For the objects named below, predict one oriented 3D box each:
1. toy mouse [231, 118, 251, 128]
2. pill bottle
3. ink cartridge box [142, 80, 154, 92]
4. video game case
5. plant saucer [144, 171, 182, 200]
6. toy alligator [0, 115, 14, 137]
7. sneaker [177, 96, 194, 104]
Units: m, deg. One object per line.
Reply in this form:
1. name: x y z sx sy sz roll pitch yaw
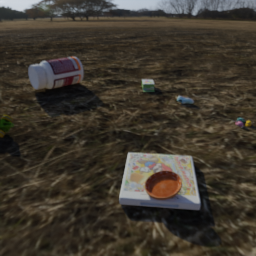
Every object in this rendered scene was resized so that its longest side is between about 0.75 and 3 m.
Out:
1. toy mouse: 4.949 -0.260 12.267 0.827 0.180 0.931 20 32 35
2. pill bottle: -4.303 -3.254 16.760 2.880 1.644 1.644 -20 32 -36
3. ink cartridge box: 1.190 -2.524 16.699 0.672 0.384 1.295 0 26 -1
4. video game case: 0.950 1.511 8.506 2.166 0.272 2.380 3 26 5
5. plant saucer: 0.967 1.581 7.697 1.032 0.167 1.032 -11 32 7
6. toy alligator: -5.671 -0.139 11.499 2.601 0.625 0.862 10 60 18
7. sneaker: 2.945 -1.361 14.501 0.856 0.317 0.351 17 60 23
